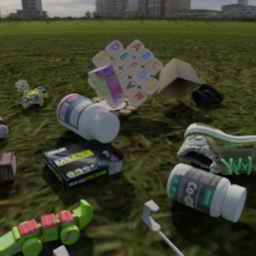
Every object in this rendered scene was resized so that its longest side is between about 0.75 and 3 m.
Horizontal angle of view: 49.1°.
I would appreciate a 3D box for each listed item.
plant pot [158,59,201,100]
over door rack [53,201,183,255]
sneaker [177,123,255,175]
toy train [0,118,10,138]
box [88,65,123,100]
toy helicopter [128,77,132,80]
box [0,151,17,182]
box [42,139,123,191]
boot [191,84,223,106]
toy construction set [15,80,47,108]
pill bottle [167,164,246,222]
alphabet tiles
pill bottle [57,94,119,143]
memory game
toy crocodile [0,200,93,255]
[{"bbox_3d":[2.055,-2.105,11.755,1.309,1.310,1.160,10,60,-30],"label":"plant pot"},{"bbox_3d":[0.304,2.247,3.549,1.669,0.752,2.259,-18,50,-34],"label":"over door rack"},{"bbox_3d":[2.521,0.853,6.943,2.930,1.127,1.298,14,44,36],"label":"sneaker"},{"bbox_3d":[-4.708,-0.151,9.202,1.169,0.874,2.051,-8,23,-40],"label":"toy train"},{"bbox_3d":[-0.667,-1.324,8.253,0.432,0.893,0.785,-34,20,-29],"label":"box"},{"bbox_3d":[-0.370,-3.038,16.014,1.468,0.875,2.219,-8,13,4],"label":"toy helicopter"},{"bbox_3d":[-3.520,1.013,6.896,1.390,0.521,0.696,-4,24,-13],"label":"box"},{"bbox_3d":[-1.200,0.887,7.334,1.592,0.378,1.537,-16,31,-32],"label":"box"},{"bbox_3d":[3.278,-1.502,12.441,1.220,0.614,1.632,-9,26,-19],"label":"boot"},{"bbox_3d":[-4.213,-1.445,12.191,1.198,0.841,1.826,-15,39,-29],"label":"toy construction set"},{"bbox_3d":[1.604,1.329,5.791,1.432,0.810,0.810,16,28,34],"label":"pill bottle"},{"bbox_3d":[-0.109,-2.202,11.285,2.778,0.207,2.840,-40,76,-7],"label":"alphabet tiles"},{"bbox_3d":[-1.265,-0.273,8.947,1.208,1.208,2.020,-21,33,-39],"label":"pill bottle"},{"bbox_3d":[-0.699,-0.910,11.575,2.300,0.147,2.300,-1,26,1],"label":"memory game"},{"bbox_3d":[-1.466,1.814,5.028,1.745,0.539,0.589,-12,26,-24],"label":"toy crocodile"}]
